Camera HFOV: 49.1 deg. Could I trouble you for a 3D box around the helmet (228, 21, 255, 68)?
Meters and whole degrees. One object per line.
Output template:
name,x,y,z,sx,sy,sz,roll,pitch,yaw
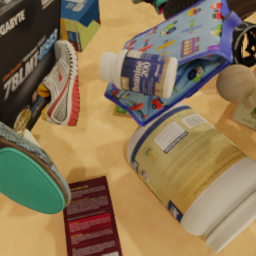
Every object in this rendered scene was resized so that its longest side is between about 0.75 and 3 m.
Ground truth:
helmet,3.349,-2.731,9.268,1.777,1.777,1.694,-28,32,-20

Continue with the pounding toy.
pounding toy,3.071,-0.325,4.525,2.184,1.313,2.830,9,28,-50

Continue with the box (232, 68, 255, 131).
box,4.503,-1.373,8.059,1.603,1.881,2.942,29,57,21

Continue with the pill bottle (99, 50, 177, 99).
pill bottle,0.108,-0.623,3.144,0.813,0.451,0.451,13,53,13

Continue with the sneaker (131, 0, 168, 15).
sneaker,0.723,-3.651,8.119,1.321,0.797,0.552,-10,4,37

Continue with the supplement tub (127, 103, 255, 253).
supplement tub,1.504,0.985,6.116,2.024,2.024,2.803,-30,57,-21

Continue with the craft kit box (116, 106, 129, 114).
craft kit box,0.472,-0.983,8.771,1.403,0.345,1.421,8,52,9

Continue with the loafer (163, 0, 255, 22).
loafer,2.088,-2.566,5.744,2.655,0.942,0.969,-10,60,19

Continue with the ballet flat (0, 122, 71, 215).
ballet flat,-1.710,0.170,3.603,0.941,2.536,0.941,-34,30,23

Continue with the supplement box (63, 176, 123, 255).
supplement box,-0.810,2.143,6.121,1.094,0.612,2.010,-10,53,-7

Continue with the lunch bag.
lunch bag,0.808,-1.260,4.708,1.026,2.181,1.642,38,46,-25

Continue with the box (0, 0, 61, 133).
box,-2.073,-1.197,5.341,0.707,2.823,2.844,16,42,-1

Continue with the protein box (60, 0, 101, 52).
protein box,-2.298,-4.095,10.570,1.897,1.280,1.883,15,53,11

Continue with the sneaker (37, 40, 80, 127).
sneaker,-1.394,-0.961,5.596,0.783,0.742,1.907,1,66,-17
